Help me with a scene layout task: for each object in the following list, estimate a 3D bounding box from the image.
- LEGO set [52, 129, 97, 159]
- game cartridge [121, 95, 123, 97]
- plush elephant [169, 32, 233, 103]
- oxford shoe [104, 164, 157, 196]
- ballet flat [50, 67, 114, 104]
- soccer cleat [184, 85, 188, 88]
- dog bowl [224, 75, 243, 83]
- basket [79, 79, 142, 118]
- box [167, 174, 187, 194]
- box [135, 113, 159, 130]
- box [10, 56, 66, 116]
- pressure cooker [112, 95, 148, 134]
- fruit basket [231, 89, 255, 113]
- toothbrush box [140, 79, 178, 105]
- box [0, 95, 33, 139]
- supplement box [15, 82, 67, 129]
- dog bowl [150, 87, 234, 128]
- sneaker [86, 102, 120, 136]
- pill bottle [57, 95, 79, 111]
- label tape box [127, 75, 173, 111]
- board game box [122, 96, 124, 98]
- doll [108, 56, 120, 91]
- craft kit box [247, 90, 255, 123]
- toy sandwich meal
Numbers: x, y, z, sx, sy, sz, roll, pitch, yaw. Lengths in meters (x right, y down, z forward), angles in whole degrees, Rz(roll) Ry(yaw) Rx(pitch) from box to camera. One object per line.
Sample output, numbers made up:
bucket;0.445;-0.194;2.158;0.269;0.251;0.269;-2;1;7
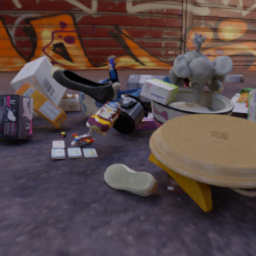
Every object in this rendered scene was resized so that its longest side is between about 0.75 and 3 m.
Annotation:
LEGO set;-1.525;0.387;7.811;1.163;0.382;1.557;-1;19;-14
game cartridge;-0.508;-1.766;16.319;1.094;0.177;0.964;16;22;42
plush elephant;2.431;-1.824;9.675;2.054;2.494;1.931;1;33;8
oxford shoe;0.030;1.050;5.550;1.371;0.515;0.396;5;-27;45
ballet flat;-1.701;-1.754;10.413;2.913;0.827;0.968;26;34;21
soccer cleat;2.049;-2.195;16.098;2.919;1.116;0.974;9;17;27
dog bowl;9.712;-4.589;26.030;1.974;0.579;1.974;-1;15;0
basket;-0.683;-1.210;11.472;2.296;1.597;2.025;-2;16;21
box;1.050;0.994;5.771;0.474;0.355;0.946;2;17;8
box;0.825;-0.277;10.454;1.716;0.335;1.174;-2;17;-9
box;-3.651;-1.755;11.670;1.121;1.706;1.715;-15;36;18
pressure cooker;0.011;-0.503;9.291;1.056;1.040;1.182;-25;21;51
fruit basket;5.553;-0.960;12.251;2.191;1.109;2.366;10;33;33
toothbrush box;0.994;-1.150;8.731;0.834;0.493;1.146;24;21;18
box;-3.376;-0.311;8.441;0.741;1.291;0.853;1;0;10
supplement box;-3.036;-0.781;9.842;1.832;0.630;0.609;40;-13;6
dog bowl;2.047;-0.539;9.460;2.762;1.019;2.762;4;24;-2
sneaker;-0.597;-0.331;7.371;0.620;0.745;1.653;30;13;-1
pill bottle;-2.958;-1.159;12.929;1.330;0.761;0.761;-2;15;-10
label tape box;1.113;-1.579;12.766;2.144;1.546;0.679;3;44;12
board game box;0.767;-1.487;14.907;2.130;0.365;1.432;-10;17;-33
doll;-0.583;-2.165;11.324;0.393;1.108;1.623;-11;58;3
craft kit box;3.854;-0.423;8.521;0.339;1.379;1.396;3;2;17
toy sandwich meal;1.667;0.556;5.489;2.915;0.998;2.915;0;24;0
